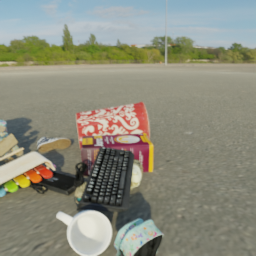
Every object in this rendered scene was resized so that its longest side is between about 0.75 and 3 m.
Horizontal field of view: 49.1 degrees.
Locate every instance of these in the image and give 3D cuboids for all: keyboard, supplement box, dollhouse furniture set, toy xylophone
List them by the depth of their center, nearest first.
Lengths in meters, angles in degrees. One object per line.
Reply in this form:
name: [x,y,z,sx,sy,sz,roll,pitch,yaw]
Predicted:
keyboard: [-0.694,1.213,7.366,1.590,0.340,2.648,2,23,4]
toy xylophone: [-3.388,1.306,8.517,2.155,0.541,1.578,-22,33,-31]
keyboard: [-2.481,1.690,8.560,2.027,0.260,1.217,8,15,27]
supplement box: [-0.420,0.895,9.816,2.393,1.025,1.320,-2,17,-8]
dollhouse furniture set: [-4.477,0.829,9.860,0.932,1.230,1.403,12,47,38]

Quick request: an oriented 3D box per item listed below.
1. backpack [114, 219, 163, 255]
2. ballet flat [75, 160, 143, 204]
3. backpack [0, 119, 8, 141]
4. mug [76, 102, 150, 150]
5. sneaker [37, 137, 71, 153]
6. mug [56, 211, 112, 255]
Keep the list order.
backpack: [0.204,2.168,5.295,0.846,0.953,0.717,-15,50,-33]
ballet flat: [-0.264,1.542,7.846,2.511,0.852,0.946,-19,3,-39]
backpack: [-6.078,0.137,11.444,2.320,1.747,2.060,22,27,40]
mug: [-0.728,0.009,11.977,2.810,1.875,2.494,-7,0,-9]
sneaker: [-3.145,0.618,11.750,1.359,0.476,0.737,-11,22,-25]
mug: [-0.971,2.061,5.786,1.132,0.836,0.993,32,-21,-6]
